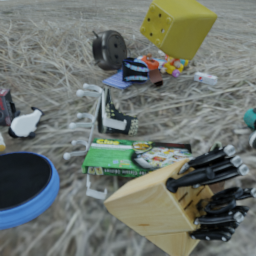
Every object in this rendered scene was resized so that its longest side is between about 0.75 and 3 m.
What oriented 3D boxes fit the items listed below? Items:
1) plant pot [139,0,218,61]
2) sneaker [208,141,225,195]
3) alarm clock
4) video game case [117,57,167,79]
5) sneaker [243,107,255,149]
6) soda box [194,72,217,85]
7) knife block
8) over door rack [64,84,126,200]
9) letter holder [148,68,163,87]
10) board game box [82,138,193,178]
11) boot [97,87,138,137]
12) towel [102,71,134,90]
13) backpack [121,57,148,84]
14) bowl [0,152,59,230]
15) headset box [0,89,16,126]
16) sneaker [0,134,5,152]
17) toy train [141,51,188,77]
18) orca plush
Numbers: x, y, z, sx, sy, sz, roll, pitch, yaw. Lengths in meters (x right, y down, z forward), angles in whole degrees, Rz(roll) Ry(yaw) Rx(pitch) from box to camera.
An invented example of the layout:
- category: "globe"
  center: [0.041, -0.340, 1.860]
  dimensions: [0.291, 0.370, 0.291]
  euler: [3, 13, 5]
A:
- category: "plant pot"
  center: [1.919, -4.457, 12.280]
  dimensions: [2.390, 2.321, 2.337]
  euler: [-20, 58, -43]
- category: "sneaker"
  center: [2.193, 0.999, 7.199]
  dimensions: [0.611, 0.656, 1.736]
  euler: [7, 32, 11]
- category: "alarm clock"
  center: [-0.643, -3.724, 13.623]
  dimensions: [0.926, 1.876, 2.781]
  euler: [1, 7, 34]
- category: "video game case"
  center: [0.827, -3.141, 14.427]
  dimensions: [1.770, 0.220, 2.473]
  euler: [17, 35, 26]
- category: "sneaker"
  center: [4.063, -0.068, 8.715]
  dimensions: [2.065, 0.863, 1.247]
  euler: [-13, 38, -35]
- category: "soda box"
  center: [3.566, -2.266, 12.895]
  dimensions: [1.005, 0.320, 0.342]
  euler: [25, 39, 34]
- category: "knife block"
  center: [0.777, 1.124, 5.230]
  dimensions: [2.824, 2.479, 0.904]
  euler: [24, 39, 35]
- category: "over door rack"
  center: [-1.000, 0.153, 7.059]
  dimensions: [0.891, 1.977, 2.676]
  euler: [7, 22, -21]
- category: "letter holder"
  center: [1.193, -2.202, 12.429]
  dimensions: [0.534, 0.378, 0.751]
  euler: [-15, 57, 0]
- category: "board game box"
  center: [0.300, 0.786, 7.346]
  dimensions: [2.741, 0.322, 1.436]
  euler: [3, 29, 6]
- category: "boot"
  center: [-0.326, -0.449, 8.685]
  dimensions: [1.186, 0.567, 1.570]
  euler: [11, 60, -20]
- category: "towel"
  center: [-0.255, -2.244, 12.924]
  dimensions: [1.177, 0.194, 1.626]
  euler: [21, 37, 25]
- category: "backpack"
  center: [0.365, -2.530, 12.332]
  dimensions: [1.189, 1.085, 0.800]
  euler: [10, 32, 14]
- category: "bowl"
  center: [-2.867, 1.374, 6.767]
  dimensions: [2.324, 0.456, 2.324]
  euler: [0, 32, 0]
- category: "headset box"
  center: [-4.578, -0.679, 9.466]
  dimensions: [1.570, 1.167, 0.589]
  euler: [-1, 32, -2]
- category: "sneaker"
  center: [-4.661, -0.016, 7.957]
  dimensions: [2.911, 1.283, 1.096]
  euler: [4, 22, 26]
- category: "toy train"
  center: [1.846, -3.523, 14.060]
  dimensions: [2.227, 0.825, 2.965]
  euler: [27, 40, 17]
- category: "orca plush"
  center: [-3.445, -0.134, 9.095]
  dimensions: [0.645, 0.954, 1.814]
  euler: [-26, 32, 20]
